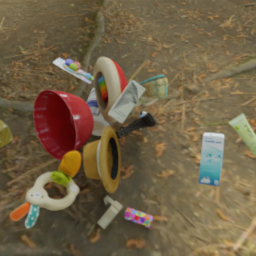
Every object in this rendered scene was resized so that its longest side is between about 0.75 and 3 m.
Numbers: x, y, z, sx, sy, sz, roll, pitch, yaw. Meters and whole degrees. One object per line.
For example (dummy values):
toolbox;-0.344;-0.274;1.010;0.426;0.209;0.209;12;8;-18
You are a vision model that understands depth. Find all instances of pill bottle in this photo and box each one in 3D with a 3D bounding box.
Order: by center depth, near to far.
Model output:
pill bottle;-1.095;-0.915;11.637;1.262;1.262;2.272;10;58;10

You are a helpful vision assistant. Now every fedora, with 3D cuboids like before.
fedora;-0.876;1.015;8.970;0.932;2.285;2.285;-5;45;10

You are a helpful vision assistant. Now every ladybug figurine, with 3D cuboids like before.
ladybug figurine;-0.589;-1.413;10.119;0.906;1.710;2.518;-6;75;-26

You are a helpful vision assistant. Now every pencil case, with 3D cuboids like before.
pencil case;0.326;2.825;8.790;0.912;0.403;0.403;21;49;4

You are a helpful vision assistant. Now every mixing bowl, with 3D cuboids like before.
mixing bowl;-2.065;-0.223;9.707;2.417;2.417;1.309;35;36;29

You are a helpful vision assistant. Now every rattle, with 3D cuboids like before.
rattle;-2.130;1.647;7.574;1.957;1.398;1.274;-20;73;-48

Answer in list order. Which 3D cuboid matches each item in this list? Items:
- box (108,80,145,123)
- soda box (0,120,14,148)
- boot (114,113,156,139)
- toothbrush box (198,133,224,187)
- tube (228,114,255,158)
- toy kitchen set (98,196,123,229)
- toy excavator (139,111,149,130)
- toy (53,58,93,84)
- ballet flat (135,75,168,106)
box;-0.052;-0.794;8.576;0.523;0.435;1.273;33;87;-11
soda box;-5.729;0.672;10.687;0.783;0.829;2.448;31;53;26
boot;0.190;0.014;10.716;1.409;1.618;0.560;-26;91;-25
toothbrush box;2.382;0.863;8.005;0.583;1.367;1.001;5;3;18
tube;3.675;0.259;8.608;0.393;0.351;1.354;-23;73;-16
toy kitchen set;-0.678;2.655;8.960;0.612;0.677;0.750;39;11;9
toy excavator;0.638;-0.318;12.000;0.396;0.792;0.770;13;3;10
toy;-1.981;-2.272;10.606;1.526;0.360;0.879;32;22;-11
ballet flat;0.422;-1.271;10.529;1.017;1.017;2.878;-37;19;-30
